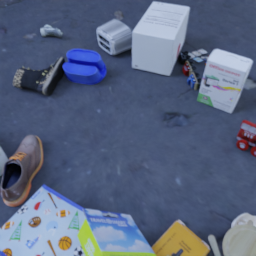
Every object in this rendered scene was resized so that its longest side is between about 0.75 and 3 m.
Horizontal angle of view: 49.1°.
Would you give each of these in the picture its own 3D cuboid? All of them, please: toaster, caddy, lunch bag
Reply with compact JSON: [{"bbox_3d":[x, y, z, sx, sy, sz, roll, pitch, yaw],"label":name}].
[{"bbox_3d":[-0.571,-4.090,12.803,1.248,1.098,1.933,-31,54,-20],"label":"toaster"},{"bbox_3d":[-1.802,-2.461,11.484,1.773,0.931,1.253,11,72,8],"label":"caddy"},{"bbox_3d":[-1.675,2.767,6.539,2.256,1.397,1.918,19,50,26],"label":"lunch bag"}]

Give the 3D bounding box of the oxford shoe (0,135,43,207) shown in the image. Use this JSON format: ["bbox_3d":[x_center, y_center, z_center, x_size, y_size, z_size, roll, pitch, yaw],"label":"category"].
[{"bbox_3d":[-3.146,1.051,8.370,0.862,0.881,2.417,0,48,0],"label":"oxford shoe"}]

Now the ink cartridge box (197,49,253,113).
[{"bbox_3d":[3.414,-1.655,10.080,1.380,1.906,0.800,24,52,20],"label":"ink cartridge box"}]

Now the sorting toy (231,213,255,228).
[{"bbox_3d":[3.751,2.794,6.857,1.747,1.036,1.940,-23,40,-35],"label":"sorting toy"}]

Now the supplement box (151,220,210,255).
[{"bbox_3d":[0.476,3.487,6.159,2.980,1.025,0.991,-36,58,-26],"label":"supplement box"}]

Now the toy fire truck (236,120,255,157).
[{"bbox_3d":[4.079,0.325,8.954,1.158,0.972,0.649,28,54,22],"label":"toy fire truck"}]

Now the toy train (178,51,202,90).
[{"bbox_3d":[2.566,-2.460,11.802,0.556,0.414,2.429,-8,48,-3],"label":"toy train"}]

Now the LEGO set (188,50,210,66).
[{"bbox_3d":[3.315,-3.089,12.537,0.958,0.315,1.283,-21,40,-17],"label":"LEGO set"}]

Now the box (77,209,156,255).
[{"bbox_3d":[-0.081,2.569,5.461,1.391,0.544,2.282,20,13,-34],"label":"box"}]

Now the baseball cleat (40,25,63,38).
[{"bbox_3d":[-3.816,-4.628,13.750,0.730,0.478,1.371,-40,49,-23],"label":"baseball cleat"}]

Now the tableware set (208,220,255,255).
[{"bbox_3d":[2.785,3.292,6.075,1.540,0.467,2.330,-16,72,-1],"label":"tableware set"}]

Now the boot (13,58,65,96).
[{"bbox_3d":[-3.549,-2.210,11.379,1.566,0.761,2.080,10,55,8],"label":"boot"}]

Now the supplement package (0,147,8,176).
[{"bbox_3d":[-4.705,0.731,8.487,1.942,1.135,1.139,31,56,25],"label":"supplement package"}]

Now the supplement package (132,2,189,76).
[{"bbox_3d":[1.430,-3.927,12.181,1.742,1.763,2.908,15,50,13],"label":"supplement package"}]
